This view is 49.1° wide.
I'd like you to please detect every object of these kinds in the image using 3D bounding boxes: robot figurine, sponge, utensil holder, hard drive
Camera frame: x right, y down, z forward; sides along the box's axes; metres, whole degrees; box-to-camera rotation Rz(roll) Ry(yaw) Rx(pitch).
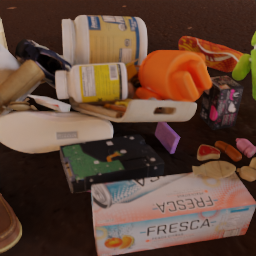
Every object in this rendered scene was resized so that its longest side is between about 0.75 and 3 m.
[{"bbox_3d":[4.344,-1.740,7.788,2.524,2.877,1.664,3,11,43],"label":"robot figurine"},{"bbox_3d":[0.981,0.205,7.146,0.133,0.497,0.891,-2,32,-25],"label":"sponge"},{"bbox_3d":[-3.758,-1.452,7.916,1.604,1.888,1.604,-40,15,13],"label":"utensil holder"},{"bbox_3d":[1.199,-1.464,7.955,1.452,1.791,2.490,14,9,-28],"label":"robot figurine"},{"bbox_3d":[-0.402,0.727,6.247,2.025,0.383,1.415,-8,28,-21],"label":"hard drive"}]

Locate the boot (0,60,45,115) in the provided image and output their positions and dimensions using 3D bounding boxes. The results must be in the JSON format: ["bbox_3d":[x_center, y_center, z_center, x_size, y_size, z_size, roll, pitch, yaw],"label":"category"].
[{"bbox_3d":[-2.907,-1.028,6.702,0.572,1.515,1.730,45,80,2],"label":"boot"}]

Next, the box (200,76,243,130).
[{"bbox_3d":[2.585,-0.715,7.853,0.721,1.257,0.830,-9,34,-13],"label":"box"}]

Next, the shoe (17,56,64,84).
[{"bbox_3d":[-3.189,-2.177,10.468,2.763,0.966,0.738,-17,18,-38],"label":"shoe"}]

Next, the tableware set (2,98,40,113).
[{"bbox_3d":[-2.570,-0.520,6.855,0.713,0.216,1.078,-3,-7,-7],"label":"tableware set"}]

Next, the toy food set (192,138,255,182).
[{"bbox_3d":[1.947,0.571,5.194,1.484,0.234,0.944,0,50,11],"label":"toy food set"}]

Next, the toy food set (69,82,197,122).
[{"bbox_3d":[0.004,-0.740,7.242,2.054,0.865,2.862,-2,12,-38],"label":"toy food set"}]

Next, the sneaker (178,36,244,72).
[{"bbox_3d":[3.444,-3.145,11.898,2.872,1.048,1.108,32,43,24],"label":"sneaker"}]

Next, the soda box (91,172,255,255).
[{"bbox_3d":[0.737,1.443,4.948,2.699,0.858,0.923,-5,34,-9],"label":"soda box"}]

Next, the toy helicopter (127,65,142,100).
[{"bbox_3d":[0.027,-1.106,9.121,2.114,0.834,1.398,-30,52,-22],"label":"toy helicopter"}]

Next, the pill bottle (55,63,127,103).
[{"bbox_3d":[-0.954,-1.171,7.344,1.774,0.987,0.987,-4,34,-6],"label":"pill bottle"}]

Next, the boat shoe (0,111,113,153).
[{"bbox_3d":[-1.813,-0.022,7.126,2.844,1.024,0.974,-5,14,-4],"label":"boat shoe"}]

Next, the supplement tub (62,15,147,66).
[{"bbox_3d":[-0.897,-2.964,10.140,2.830,2.047,2.047,-3,33,-14],"label":"supplement tub"}]

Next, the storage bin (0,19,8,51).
[{"bbox_3d":[-5.637,-2.603,9.305,2.834,2.855,1.338,2,31,3],"label":"storage bin"}]

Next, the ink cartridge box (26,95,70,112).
[{"bbox_3d":[-1.936,-0.577,6.773,0.735,0.229,0.913,20,10,15],"label":"ink cartridge box"}]

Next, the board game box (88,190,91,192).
[{"bbox_3d":[-0.500,1.166,6.026,1.045,0.169,0.627,9,39,13],"label":"board game box"}]

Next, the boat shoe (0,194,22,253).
[{"bbox_3d":[-2.904,1.298,5.148,2.575,0.870,0.927,27,42,34],"label":"boat shoe"}]

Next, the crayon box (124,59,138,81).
[{"bbox_3d":[-0.472,-1.606,8.939,1.703,0.439,1.071,-13,21,36],"label":"crayon box"}]

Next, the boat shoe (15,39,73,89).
[{"bbox_3d":[-2.096,-1.647,8.594,1.218,0.980,2.626,33,4,41],"label":"boat shoe"}]

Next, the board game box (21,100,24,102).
[{"bbox_3d":[-4.019,-0.816,8.978,0.753,0.192,1.113,20,39,28],"label":"board game box"}]
